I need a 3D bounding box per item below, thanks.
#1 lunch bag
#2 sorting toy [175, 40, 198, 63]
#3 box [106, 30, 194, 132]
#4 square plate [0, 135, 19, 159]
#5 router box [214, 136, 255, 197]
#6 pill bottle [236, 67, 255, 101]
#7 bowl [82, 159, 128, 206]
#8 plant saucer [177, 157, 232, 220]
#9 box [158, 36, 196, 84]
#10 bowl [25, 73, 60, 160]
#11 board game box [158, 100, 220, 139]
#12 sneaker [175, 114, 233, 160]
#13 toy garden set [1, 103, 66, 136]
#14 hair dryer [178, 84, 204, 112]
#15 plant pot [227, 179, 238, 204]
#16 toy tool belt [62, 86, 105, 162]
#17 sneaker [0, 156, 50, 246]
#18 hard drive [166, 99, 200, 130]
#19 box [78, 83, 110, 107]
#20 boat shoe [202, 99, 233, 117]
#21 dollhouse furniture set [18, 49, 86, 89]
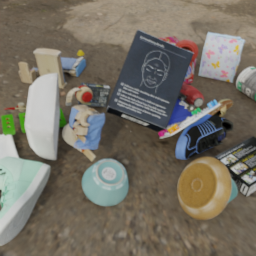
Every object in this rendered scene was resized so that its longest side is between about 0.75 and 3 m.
[{"bbox_3d":[4.250,-3.269,12.749,1.661,1.959,1.245,14,43,18],"label":"lunch bag"},{"bbox_3d":[1.803,-2.868,11.222,2.014,1.210,0.827,-8,31,20],"label":"sorting toy"},{"bbox_3d":[0.663,-1.484,9.418,2.002,1.444,2.697,22,85,-5],"label":"box"},{"bbox_3d":[-4.525,0.994,8.997,1.828,0.260,1.811,-19,43,-21],"label":"square plate"},{"bbox_3d":[3.775,1.121,8.677,1.883,0.481,1.404,-22,45,-24],"label":"router box"},{"bbox_3d":[5.480,-1.570,11.354,1.120,1.120,1.981,-18,43,-20],"label":"pill bottle"},{"bbox_3d":[-0.565,1.415,7.862,1.368,0.716,1.368,10,50,-12],"label":"bowl"},{"bbox_3d":[1.886,1.539,7.403,0.298,1.682,1.682,24,26,-35],"label":"plant saucer"},{"bbox_3d":[2.047,-3.191,13.182,1.226,1.281,2.569,-10,41,-12],"label":"box"},{"bbox_3d":[-2.607,-0.290,8.673,0.851,2.277,2.281,1,61,-11],"label":"bowl"},{"bbox_3d":[1.898,-0.247,9.153,1.794,1.795,0.232,-32,88,-7],"label":"board game box"},{"bbox_3d":[2.566,0.295,9.254,1.007,0.907,2.586,16,39,37],"label":"sneaker"},{"bbox_3d":[-3.533,-0.402,10.387,2.109,0.421,1.758,-9,43,-22],"label":"toy garden set"},{"bbox_3d":[2.202,-1.453,11.147,1.799,0.642,2.362,40,24,10],"label":"hair dryer"},{"bbox_3d":[2.302,1.738,7.607,0.797,0.994,0.994,-33,50,-27],"label":"plant pot"},{"bbox_3d":[-1.123,-0.101,7.970,1.208,1.935,1.189,-10,35,-38],"label":"toy tool belt"},{"bbox_3d":[-3.281,1.777,7.368,1.569,0.979,2.660,16,32,0],"label":"sneaker"},{"bbox_3d":[1.462,-0.859,11.140,1.603,0.308,2.429,-17,43,-22],"label":"hard drive"},{"bbox_3d":[-1.337,-1.273,10.979,1.149,0.906,0.293,4,40,-16],"label":"box"},{"bbox_3d":[3.495,-0.643,10.813,1.407,0.532,0.520,-24,51,-15],"label":"boat shoe"},{"bbox_3d":[-3.469,-3.266,13.020,2.337,1.615,2.476,10,41,11],"label":"dollhouse furniture set"}]
